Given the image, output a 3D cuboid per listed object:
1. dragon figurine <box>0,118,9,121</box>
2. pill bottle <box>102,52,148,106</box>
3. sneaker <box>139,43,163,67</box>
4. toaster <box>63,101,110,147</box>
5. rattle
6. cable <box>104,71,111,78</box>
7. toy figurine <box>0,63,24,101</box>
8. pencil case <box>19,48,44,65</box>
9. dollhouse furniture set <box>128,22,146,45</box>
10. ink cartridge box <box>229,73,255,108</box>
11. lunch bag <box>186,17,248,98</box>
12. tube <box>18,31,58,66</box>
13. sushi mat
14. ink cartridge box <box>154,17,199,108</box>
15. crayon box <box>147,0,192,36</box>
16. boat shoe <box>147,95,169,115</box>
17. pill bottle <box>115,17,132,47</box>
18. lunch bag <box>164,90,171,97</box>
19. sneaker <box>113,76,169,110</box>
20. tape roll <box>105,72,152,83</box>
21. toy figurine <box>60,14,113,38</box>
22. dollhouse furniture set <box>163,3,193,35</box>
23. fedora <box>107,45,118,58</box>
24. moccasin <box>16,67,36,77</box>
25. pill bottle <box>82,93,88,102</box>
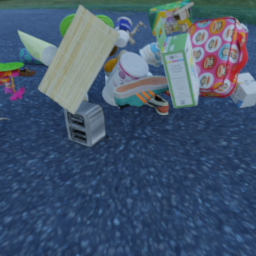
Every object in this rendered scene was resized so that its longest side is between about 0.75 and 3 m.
[{"bbox_3d":[-5.196,0.179,10.509,0.583,0.985,1.981,3,12,7],"label":"dragon figurine"},{"bbox_3d":[-0.156,-1.577,9.448,1.005,1.773,1.005,16,53,-21],"label":"pill bottle"},{"bbox_3d":[1.400,-3.392,12.878,0.935,0.885,2.314,-24,1,28],"label":"sneaker"},{"bbox_3d":[-1.568,-0.179,10.352,1.573,1.423,0.934,17,37,28],"label":"toaster"},{"bbox_3d":[0.132,-1.939,10.278,1.185,1.821,1.301,-42,7,9],"label":"rattle"},{"bbox_3d":[-0.442,-2.339,11.510,1.061,1.061,0.367,15,45,-23],"label":"cable"},{"bbox_3d":[-4.412,-1.660,10.357,1.415,1.303,1.063,8,29,23],"label":"toy figurine"},{"bbox_3d":[-5.951,-4.704,18.393,2.293,0.976,1.060,7,59,10],"label":"pencil case"},{"bbox_3d":[0.393,-4.658,13.906,1.079,0.478,0.559,-50,8,-6],"label":"dollhouse furniture set"},{"bbox_3d":[4.228,-1.376,10.263,0.731,0.744,1.011,-11,55,-16],"label":"ink cartridge box"},{"bbox_3d":[2.669,-2.171,8.707,0.986,2.407,2.120,18,-5,-42],"label":"lunch bag"},{"bbox_3d":[-3.171,-2.762,9.728,0.682,0.762,2.625,2,20,-40],"label":"tube"},{"bbox_3d":[-1.539,-1.908,8.328,1.415,2.957,0.179,34,23,-3],"label":"sushi mat"},{"bbox_3d":[1.283,-1.669,7.032,0.625,2.107,1.094,-7,34,22],"label":"ink cartridge box"},{"bbox_3d":[1.778,-4.620,11.804,1.749,1.039,0.509,-8,49,16],"label":"crayon box"},{"bbox_3d":[1.329,-1.225,12.914,0.659,0.580,1.853,-11,31,-15],"label":"boat shoe"},{"bbox_3d":[-0.186,-3.001,8.817,0.499,0.499,0.863,5,64,9],"label":"pill bottle"},{"bbox_3d":[2.159,-1.649,11.098,1.525,0.625,1.343,-23,41,-35],"label":"lunch bag"},{"bbox_3d":[0.431,-0.968,7.870,1.704,0.681,0.608,-14,42,-9],"label":"sneaker"},{"bbox_3d":[0.039,-2.273,14.411,2.457,0.859,2.457,1,31,0],"label":"tape roll"},{"bbox_3d":[-1.885,-3.425,11.926,2.514,1.888,2.314,-9,56,19],"label":"toy figurine"},{"bbox_3d":[2.438,-3.526,11.304,1.145,2.585,1.340,-40,28,-22],"label":"dollhouse furniture set"},{"bbox_3d":[-1.309,-2.938,10.029,1.835,1.835,0.748,9,59,14],"label":"fedora"},{"bbox_3d":[-3.963,-2.156,10.774,0.841,0.325,0.308,-5,36,-36],"label":"moccasin"},{"bbox_3d":[-2.463,-1.412,13.220,1.050,0.574,0.574,-11,32,-18],"label":"pill bottle"}]
